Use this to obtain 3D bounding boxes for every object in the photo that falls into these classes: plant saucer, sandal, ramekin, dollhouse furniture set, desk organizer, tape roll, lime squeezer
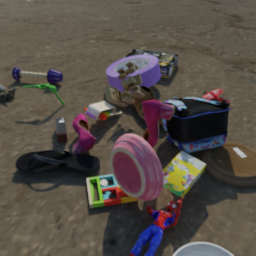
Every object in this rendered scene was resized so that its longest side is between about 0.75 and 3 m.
[{"bbox_3d":[0.122,1.155,7.750,0.494,1.950,1.950,-21,39,-37],"label":"plant saucer"},{"bbox_3d":[-2.353,1.058,9.451,2.824,0.605,1.074,1,34,1],"label":"sandal"},{"bbox_3d":[3.654,1.145,9.604,2.172,0.320,2.172,0,33,0],"label":"plant saucer"},{"bbox_3d":[1.599,3.352,5.777,1.677,0.880,1.677,0,34,0],"label":"ramekin"},{"bbox_3d":[0.000,-1.693,12.235,1.129,1.699,1.489,18,53,-47],"label":"dollhouse furniture set"},{"bbox_3d":[-2.650,0.068,11.094,0.400,0.429,1.115,-9,35,-13],"label":"desk organizer"},{"bbox_3d":[0.275,-2.851,14.537,2.733,0.897,2.733,-12,33,8],"label":"tape roll"},{"bbox_3d":[-3.734,-1.716,12.748,1.973,0.697,0.372,22,50,-17],"label":"lime squeezer"}]

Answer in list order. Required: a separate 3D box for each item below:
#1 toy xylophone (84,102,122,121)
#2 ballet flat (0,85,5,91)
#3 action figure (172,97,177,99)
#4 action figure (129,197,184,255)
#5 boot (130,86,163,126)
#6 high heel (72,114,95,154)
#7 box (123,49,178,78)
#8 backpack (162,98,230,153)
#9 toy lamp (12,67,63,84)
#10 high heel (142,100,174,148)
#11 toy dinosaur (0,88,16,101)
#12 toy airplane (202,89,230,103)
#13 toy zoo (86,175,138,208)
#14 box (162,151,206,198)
[{"bbox_3d":[-1.013,-0.681,11.792,1.198,0.411,1.636,32,25,26],"label":"toy xylophone"},{"bbox_3d":[-7.005,-2.199,14.469,1.352,0.486,0.486,11,35,15],"label":"ballet flat"},{"bbox_3d":[2.224,-1.103,12.467,0.328,0.615,0.945,-23,-11,24],"label":"action figure"},{"bbox_3d":[0.659,2.453,6.944,0.780,1.184,2.392,19,36,26],"label":"action figure"},{"bbox_3d":[0.889,-1.000,12.119,0.966,0.990,2.625,-3,33,-30],"label":"boot"},{"bbox_3d":[-1.564,0.011,10.451,1.060,0.745,2.211,-38,28,25],"label":"high heel"},{"bbox_3d":[1.309,-3.925,16.827,2.970,0.733,2.371,11,37,16],"label":"box"},{"bbox_3d":[2.264,-0.276,10.535,2.202,1.623,2.412,-11,19,-19],"label":"backpack"},{"bbox_3d":[-4.879,-2.818,15.151,2.737,0.797,0.797,5,34,12],"label":"toy lamp"},{"bbox_3d":[0.602,-0.027,9.489,1.110,2.315,0.780,9,52,-18],"label":"high heel"},{"bbox_3d":[-5.996,-1.542,13.593,1.296,0.499,0.663,-21,25,-17],"label":"toy dinosaur"},{"bbox_3d":[4.301,-1.474,13.548,1.483,0.273,1.483,0,34,0],"label":"toy airplane"},{"bbox_3d":[-0.385,1.865,8.632,1.707,0.175,1.120,-6,34,-9],"label":"toy zoo"},{"bbox_3d":[1.541,1.389,8.250,0.904,0.373,1.541,29,43,27],"label":"box"}]
